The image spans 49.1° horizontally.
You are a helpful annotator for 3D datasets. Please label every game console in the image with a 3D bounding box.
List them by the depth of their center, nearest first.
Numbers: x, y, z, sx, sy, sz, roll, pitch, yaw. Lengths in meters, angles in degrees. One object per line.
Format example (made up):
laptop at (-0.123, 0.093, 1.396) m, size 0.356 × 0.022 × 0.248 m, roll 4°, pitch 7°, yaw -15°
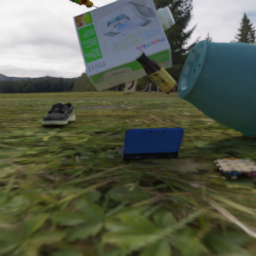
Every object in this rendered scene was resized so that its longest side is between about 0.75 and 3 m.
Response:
game console at (0.432, 0.273, 5.723) m, size 1.156 × 0.684 × 0.987 m, roll -1°, pitch 9°, yaw -10°

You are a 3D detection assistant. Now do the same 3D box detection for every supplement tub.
supplement tub at (1.123, -3.988, 10.568) m, size 1.073 × 0.778 × 0.778 m, roll -21°, pitch -1°, yaw 22°

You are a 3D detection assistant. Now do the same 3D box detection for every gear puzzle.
gear puzzle at (1.839, 0.675, 4.827) m, size 0.642 × 0.162 × 1.239 m, roll -1°, pitch 5°, yaw 10°

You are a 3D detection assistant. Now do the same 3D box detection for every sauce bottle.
sauce bottle at (0.522, -1.047, 5.326) m, size 0.985 × 0.325 × 0.325 m, roll 38°, pitch -10°, yaw -25°

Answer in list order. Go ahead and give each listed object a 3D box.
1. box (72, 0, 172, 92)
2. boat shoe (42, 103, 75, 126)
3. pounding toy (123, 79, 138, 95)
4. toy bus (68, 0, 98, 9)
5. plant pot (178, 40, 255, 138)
box at (-0.176, -2.646, 8.727) m, size 2.522 × 2.225 × 1.219 m, roll -17°, pitch -19°, yaw 6°
boat shoe at (-2.827, -0.604, 11.454) m, size 0.948 × 0.872 × 2.653 m, roll 1°, pitch 8°, yaw 6°
pounding toy at (0.048, -1.879, 10.914) m, size 0.648 × 1.133 × 0.650 m, roll 13°, pitch -5°, yaw -3°
toy bus at (-1.119, -3.259, 7.003) m, size 0.734 × 0.379 × 0.692 m, roll 7°, pitch 14°, yaw -19°
plant pot at (2.823, -1.294, 7.963) m, size 2.400 × 2.555 × 2.555 m, roll 18°, pitch 6°, yaw -7°
